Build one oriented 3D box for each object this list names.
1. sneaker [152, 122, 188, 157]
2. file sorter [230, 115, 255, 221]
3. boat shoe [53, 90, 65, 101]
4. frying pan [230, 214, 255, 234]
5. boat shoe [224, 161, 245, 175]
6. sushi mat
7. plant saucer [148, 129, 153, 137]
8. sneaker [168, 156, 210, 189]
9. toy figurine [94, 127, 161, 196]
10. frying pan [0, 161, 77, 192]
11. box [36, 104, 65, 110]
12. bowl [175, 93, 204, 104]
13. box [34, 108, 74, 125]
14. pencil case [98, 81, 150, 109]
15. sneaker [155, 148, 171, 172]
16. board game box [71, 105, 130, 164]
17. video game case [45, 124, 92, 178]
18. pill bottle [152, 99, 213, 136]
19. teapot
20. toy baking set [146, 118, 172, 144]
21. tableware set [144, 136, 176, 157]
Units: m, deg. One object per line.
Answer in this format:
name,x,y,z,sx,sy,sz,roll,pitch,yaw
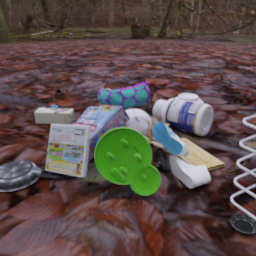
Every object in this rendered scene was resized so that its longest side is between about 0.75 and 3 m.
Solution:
sneaker,1.422,0.422,9.619,0.651,0.617,1.613,26,21,-48
file sorter,3.887,1.020,7.201,1.629,2.616,1.815,-14,27,-26
boat shoe,-4.186,-2.099,17.114,0.501,0.501,1.424,1,22,4
frying pan,3.113,2.402,7.043,1.119,0.182,0.677,-3,24,-10
boat shoe,3.587,1.319,9.408,0.862,0.303,0.304,-15,29,-28
sushi mat,2.355,0.955,10.415,1.159,0.147,2.423,-11,25,-21
plant saucer,0.649,0.192,12.168,1.176,0.190,1.176,0,24,0
sneaker,1.998,1.369,9.075,0.869,0.554,1.503,-7,32,-23
toy figurine,0.088,0.982,8.931,1.651,2.199,2.024,-44,-1,3
frying pan,-3.164,1.552,8.816,2.679,0.436,1.621,6,24,22
box,-4.018,-0.886,14.561,1.162,0.267,0.924,-20,30,-38
bowl,2.991,-1.115,14.133,2.219,1.041,2.219,0,24,0
box,-3.517,-0.566,13.411,1.733,0.593,0.712,2,23,4
pencil case,-0.181,-1.312,11.673,2.143,0.990,0.912,-9,23,-5
sneaker,1.093,1.079,9.448,0.477,0.319,0.833,-4,67,-27
board game box,-1.468,0.171,10.477,2.305,0.711,2.303,8,54,42
video game case,-1.926,0.685,8.898,1.724,1.569,0.197,3,-6,34
pill bottle,2.345,-0.552,12.363,2.450,1.361,1.361,17,28,38
teapot,0.112,-0.206,11.172,1.574,1.149,1.553,-34,36,15
toy baking set,1.102,0.078,11.672,1.521,0.177,1.167,26,52,19
tableware set,1.122,0.683,10.126,1.346,0.187,1.611,27,3,-27
